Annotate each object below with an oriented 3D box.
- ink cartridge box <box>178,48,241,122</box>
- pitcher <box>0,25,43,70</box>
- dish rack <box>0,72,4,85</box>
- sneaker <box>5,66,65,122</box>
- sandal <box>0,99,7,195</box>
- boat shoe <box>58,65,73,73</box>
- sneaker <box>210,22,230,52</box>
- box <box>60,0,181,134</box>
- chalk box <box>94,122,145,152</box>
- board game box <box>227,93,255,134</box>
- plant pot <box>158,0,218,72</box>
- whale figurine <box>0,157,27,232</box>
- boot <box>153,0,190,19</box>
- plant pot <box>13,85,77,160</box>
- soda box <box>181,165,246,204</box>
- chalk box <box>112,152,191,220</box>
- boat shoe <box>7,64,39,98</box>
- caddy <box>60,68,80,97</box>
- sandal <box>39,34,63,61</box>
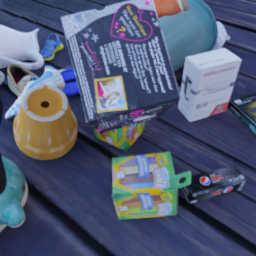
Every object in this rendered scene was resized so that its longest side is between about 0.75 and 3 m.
[{"bbox_3d":[2.554,-1.368,9.062,1.509,2.055,0.852,-16,46,-16],"label":"ink cartridge box"},{"bbox_3d":[-4.963,-3.059,11.107,2.975,1.803,2.552,-6,42,-22],"label":"pitcher"},{"bbox_3d":[-3.126,-0.891,5.555,0.932,1.086,0.236,21,27,-46],"label":"dish rack"},{"bbox_3d":[-3.024,-1.009,8.878,2.420,0.870,0.877,-35,79,18],"label":"sneaker"},{"bbox_3d":[-2.635,-0.098,4.968,1.009,2.685,0.643,-14,-3,26],"label":"sandal"},{"bbox_3d":[-2.184,-2.046,10.765,1.946,0.726,0.606,-21,36,-16],"label":"boat shoe"},{"bbox_3d":[3.426,-4.410,13.081,2.585,0.971,1.486,34,52,24],"label":"sneaker"},{"bbox_3d":[-0.133,-1.038,5.811,1.629,2.839,1.876,-14,86,-3],"label":"box"},{"bbox_3d":[-0.245,-0.528,8.251,1.225,1.963,1.217,22,48,22],"label":"chalk box"},{"bbox_3d":[5.053,-0.600,9.479,2.712,0.382,1.834,-16,46,-16],"label":"board game box"},{"bbox_3d":[1.593,-3.378,10.954,2.706,2.706,2.651,33,60,30],"label":"plant pot"},{"bbox_3d":[-3.454,1.801,6.166,2.274,1.483,2.859,5,45,6],"label":"whale figurine"},{"bbox_3d":[1.096,-3.853,8.396,1.178,0.824,2.196,-20,31,18],"label":"boot"},{"bbox_3d":[-2.297,-0.259,7.809,1.823,1.669,1.823,6,60,-11],"label":"plant pot"},{"bbox_3d":[2.198,1.455,7.250,1.533,0.486,0.543,-11,43,-12],"label":"soda box"},{"bbox_3d":[0.599,1.385,6.714,1.844,1.147,1.142,-6,44,5],"label":"chalk box"},{"bbox_3d":[-3.521,-1.431,9.951,2.763,0.917,1.023,32,52,29],"label":"boat shoe"},{"bbox_3d":[-2.023,-1.686,10.240,1.327,0.938,0.697,-19,6,-19],"label":"caddy"},{"bbox_3d":[-3.478,-3.571,12.351,0.668,0.731,1.680,11,47,9],"label":"sandal"}]
